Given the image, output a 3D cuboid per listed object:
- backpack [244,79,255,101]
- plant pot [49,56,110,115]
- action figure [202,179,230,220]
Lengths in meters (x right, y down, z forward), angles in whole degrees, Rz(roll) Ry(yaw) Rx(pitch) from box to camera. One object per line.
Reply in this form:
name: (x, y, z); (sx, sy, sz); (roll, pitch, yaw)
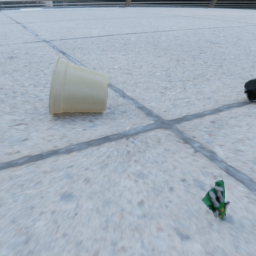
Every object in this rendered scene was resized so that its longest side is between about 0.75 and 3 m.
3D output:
backpack: (4.450, -1.347, 9.858); (0.749, 0.898, 0.568); (-6, 67, 19)
plant pot: (-1.509, -1.224, 8.986); (1.707, 1.864, 1.864); (8, 27, -8)
action figure: (1.600, 1.355, 4.931); (0.522, 0.884, 0.242); (-37, 40, -10)
